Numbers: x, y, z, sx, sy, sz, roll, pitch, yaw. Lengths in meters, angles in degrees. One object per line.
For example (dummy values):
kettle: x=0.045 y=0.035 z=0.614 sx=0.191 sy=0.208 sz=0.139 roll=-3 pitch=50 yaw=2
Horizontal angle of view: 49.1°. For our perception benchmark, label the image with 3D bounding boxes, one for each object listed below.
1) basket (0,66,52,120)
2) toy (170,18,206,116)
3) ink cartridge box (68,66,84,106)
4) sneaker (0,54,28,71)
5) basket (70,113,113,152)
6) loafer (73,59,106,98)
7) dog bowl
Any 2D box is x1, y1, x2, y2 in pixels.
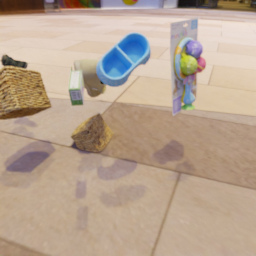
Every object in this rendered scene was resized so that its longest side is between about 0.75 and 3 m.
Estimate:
basket: x=-3.688 y=-1.088 z=9.208 sx=1.331 sy=1.390 sz=1.865 roll=-19 pitch=0 yaw=21
toy: x=1.964 y=-1.854 z=8.656 sx=0.655 sy=2.773 sz=1.597 roll=18 pitch=33 yaw=35
ink cartridge box: x=-1.275 y=-1.072 z=6.967 sx=0.298 sy=0.521 sz=1.003 roll=-4 pitch=46 yaw=-2
sneaker: x=-4.540 y=-2.528 z=11.056 sx=1.336 sy=0.511 sz=0.765 roll=16 pitch=-8 yaw=40
basket: x=-1.496 y=0.320 z=11.352 sx=1.093 sy=1.141 sz=1.532 roll=-23 pitch=20 yaw=28
loafer: x=-1.117 y=-1.721 z=9.951 sx=0.915 sy=1.014 sz=2.679 roll=-8 pitch=-5 yaw=8
dog bowl: x=-0.098 y=-1.859 z=7.488 sx=1.706 sy=0.951 sz=0.423 roll=-44 pitch=0 yaw=-7
